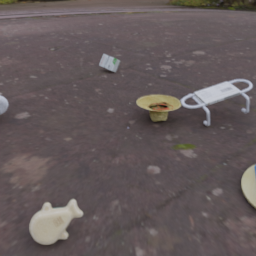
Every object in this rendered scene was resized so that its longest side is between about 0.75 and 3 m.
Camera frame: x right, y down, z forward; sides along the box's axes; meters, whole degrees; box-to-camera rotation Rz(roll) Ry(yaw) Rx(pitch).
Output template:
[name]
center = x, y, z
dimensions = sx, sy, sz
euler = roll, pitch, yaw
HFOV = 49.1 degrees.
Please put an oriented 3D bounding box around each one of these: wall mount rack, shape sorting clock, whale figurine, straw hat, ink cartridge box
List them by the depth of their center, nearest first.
[whale figurine]
center = -1.469, 1.880, 5.733
dimensions = 1.058, 0.842, 0.549
euler = -32, 3, -13
[shape sorting clock]
center = 3.895, 1.507, 6.752
dimensions = 2.182, 0.428, 2.182
euler = -3, 32, 2
[straw hat]
center = 1.111, -0.601, 10.278
dimensions = 1.709, 0.723, 1.709
euler = -2, 25, 1
[wall mount rack]
center = 3.196, -1.126, 10.752
dimensions = 2.733, 1.019, 2.375
euler = -18, 35, -6
[ink cartridge box]
center = -1.032, -3.574, 15.475
dimensions = 0.962, 0.705, 0.399
euler = 29, 11, 25

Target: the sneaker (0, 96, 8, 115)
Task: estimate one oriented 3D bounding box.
[sneaker]
center = -5.686, -1.124, 10.472
dimensions = 2.726, 1.024, 1.567
euler = -6, 42, 6
